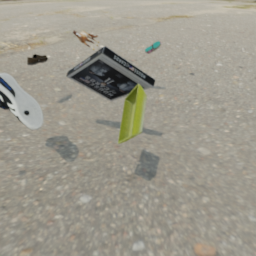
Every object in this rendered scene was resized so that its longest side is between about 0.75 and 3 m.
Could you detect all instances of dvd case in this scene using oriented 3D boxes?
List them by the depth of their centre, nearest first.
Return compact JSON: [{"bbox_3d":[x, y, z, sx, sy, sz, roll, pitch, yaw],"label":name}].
[{"bbox_3d":[-0.637,-1.572,8.850,1.889,0.311,2.513,27,-21,-29],"label":"dvd case"}]

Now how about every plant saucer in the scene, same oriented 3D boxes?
[{"bbox_3d":[0.121,-0.263,6.722,0.299,1.248,1.249,12,-13,-13],"label":"plant saucer"}]

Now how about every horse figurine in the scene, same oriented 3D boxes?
[{"bbox_3d":[-1.699,-3.674,11.523,1.034,0.389,1.560,31,25,-11],"label":"horse figurine"}]

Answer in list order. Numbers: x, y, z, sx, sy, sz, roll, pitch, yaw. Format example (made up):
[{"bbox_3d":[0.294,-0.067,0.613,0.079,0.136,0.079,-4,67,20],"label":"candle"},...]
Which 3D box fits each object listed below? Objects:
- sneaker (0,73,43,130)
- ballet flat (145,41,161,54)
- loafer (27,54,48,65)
[{"bbox_3d":[-3.157,-0.598,8.039,0.670,1.025,1.833,-36,90,-38],"label":"sneaker"},{"bbox_3d":[1.187,-3.633,12.689,0.343,0.333,0.964,11,-22,-43],"label":"ballet flat"},{"bbox_3d":[-3.745,-2.877,11.608,0.387,0.379,1.061,9,29,24],"label":"loafer"}]
